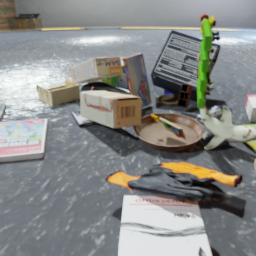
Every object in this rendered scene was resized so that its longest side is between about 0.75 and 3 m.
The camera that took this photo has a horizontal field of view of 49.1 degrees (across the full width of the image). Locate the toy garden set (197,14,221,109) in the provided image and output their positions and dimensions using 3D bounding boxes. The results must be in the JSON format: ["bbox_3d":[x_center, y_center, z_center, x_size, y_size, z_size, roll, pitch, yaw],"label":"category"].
[{"bbox_3d":[2.780,-2.424,9.815,0.545,2.732,2.277,2,43,9],"label":"toy garden set"}]

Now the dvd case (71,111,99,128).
[{"bbox_3d":[-1.777,-0.457,12.304,1.124,0.185,1.495,-10,27,-21],"label":"dvd case"}]

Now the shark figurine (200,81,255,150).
[{"bbox_3d":[3.360,-0.223,10.514,1.285,1.839,3.078,31,23,-48],"label":"shark figurine"}]

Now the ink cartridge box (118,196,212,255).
[{"bbox_3d":[0.662,2.273,5.649,1.660,0.971,2.862,1,25,2],"label":"ink cartridge box"}]

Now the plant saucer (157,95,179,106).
[{"bbox_3d":[2.175,-1.409,14.262,1.407,0.207,1.407,0,25,0],"label":"plant saucer"}]

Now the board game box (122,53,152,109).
[{"bbox_3d":[0.458,-2.116,12.979,0.238,2.449,1.261,5,24,42],"label":"board game box"}]

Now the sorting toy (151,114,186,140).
[{"bbox_3d":[1.424,-0.028,10.028,1.337,0.996,0.179,29,80,31],"label":"sorting toy"}]

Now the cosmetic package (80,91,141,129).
[{"bbox_3d":[-0.746,-0.791,10.975,1.307,1.103,2.528,-9,16,-37],"label":"cosmetic package"}]

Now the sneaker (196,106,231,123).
[{"bbox_3d":[3.698,-0.626,12.066,1.636,0.697,0.630,-7,26,-14],"label":"sneaker"}]

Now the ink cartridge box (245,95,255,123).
[{"bbox_3d":[6.005,-0.831,12.441,1.273,0.731,1.753,6,26,13],"label":"ink cartridge box"}]

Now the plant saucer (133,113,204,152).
[{"bbox_3d":[1.507,0.171,10.591,2.614,0.450,2.614,0,29,0],"label":"plant saucer"}]

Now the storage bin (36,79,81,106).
[{"bbox_3d":[-3.640,-1.918,14.645,1.735,0.813,1.722,-20,33,-35],"label":"storage bin"}]

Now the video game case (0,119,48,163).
[{"bbox_3d":[-4.119,0.402,10.422,2.055,0.251,2.874,-5,26,-11],"label":"video game case"}]

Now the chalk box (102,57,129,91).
[{"bbox_3d":[-0.397,-2.812,15.498,1.687,1.695,2.725,12,26,24],"label":"chalk box"}]

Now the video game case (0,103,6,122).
[{"bbox_3d":[-6.777,-0.571,12.471,2.287,0.252,2.082,-7,27,-13],"label":"video game case"}]

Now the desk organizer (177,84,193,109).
[{"bbox_3d":[2.578,-1.451,12.762,0.379,1.058,0.407,19,9,38],"label":"desk organizer"}]

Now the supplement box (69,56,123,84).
[{"bbox_3d":[-1.612,-2.822,13.777,1.508,0.880,2.393,-15,8,-39],"label":"supplement box"}]

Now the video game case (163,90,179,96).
[{"bbox_3d":[3.060,-2.130,15.524,1.945,0.442,1.763,7,26,14],"label":"video game case"}]

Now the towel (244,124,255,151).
[{"bbox_3d":[4.916,0.403,10.455,1.487,0.236,2.070,-7,25,-12],"label":"towel"}]

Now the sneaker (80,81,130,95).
[{"bbox_3d":[-1.285,-1.648,13.503,2.969,1.050,1.472,15,13,21],"label":"sneaker"}]

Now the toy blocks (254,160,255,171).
[{"bbox_3d":[4.826,1.562,7.180,2.158,0.940,2.590,-1,25,-3],"label":"toy blocks"}]

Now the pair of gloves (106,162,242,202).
[{"bbox_3d":[1.244,1.265,7.200,2.663,0.370,2.989,5,5,38],"label":"pair of gloves"}]

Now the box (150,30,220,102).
[{"bbox_3d":[2.838,-3.080,14.111,2.607,2.586,1.606,24,-9,16],"label":"box"}]
